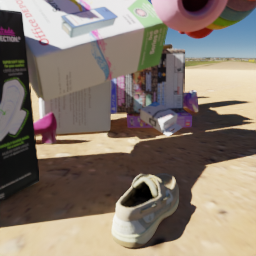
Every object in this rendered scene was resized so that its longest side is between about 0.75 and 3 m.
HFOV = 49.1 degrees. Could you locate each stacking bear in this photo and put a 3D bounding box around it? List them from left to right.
[{"bbox_3d":[1.884,-2.721,5.959,1.418,1.328,2.335,-29,1,-18],"label":"stacking bear"}]

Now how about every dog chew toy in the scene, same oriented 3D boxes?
[{"bbox_3d":[0.955,-2.535,4.994,1.276,1.276,2.049,-2,36,-6],"label":"dog chew toy"}]

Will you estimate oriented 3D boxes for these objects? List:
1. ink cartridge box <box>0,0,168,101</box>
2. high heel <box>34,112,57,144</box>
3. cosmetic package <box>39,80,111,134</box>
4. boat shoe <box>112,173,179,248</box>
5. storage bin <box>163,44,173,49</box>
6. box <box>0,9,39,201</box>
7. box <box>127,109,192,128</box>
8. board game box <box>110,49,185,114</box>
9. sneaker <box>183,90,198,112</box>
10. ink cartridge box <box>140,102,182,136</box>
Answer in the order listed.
[{"bbox_3d":[-0.857,-1.865,5.506,2.635,1.153,1.915,-23,60,-22],"label":"ink cartridge box"},{"bbox_3d":[-2.549,-0.004,6.838,1.629,0.781,0.549,2,15,7],"label":"high heel"},{"bbox_3d":[-1.618,-0.774,8.233,1.888,1.570,1.580,-4,15,-20],"label":"cosmetic package"},{"bbox_3d":[0.301,0.908,3.786,0.597,0.537,1.654,7,16,26],"label":"boat shoe"},{"bbox_3d":[1.157,-2.556,11.097,1.267,1.258,0.594,-7,-8,-6],"label":"storage bin"},{"bbox_3d":[-2.735,-0.312,4.123,2.018,2.717,1.689,7,16,26],"label":"box"},{"bbox_3d":[0.928,-0.343,8.940,1.936,0.379,1.325,-1,14,-2],"label":"box"},{"bbox_3d":[0.474,-1.480,8.806,2.350,1.873,1.138,-2,13,-10],"label":"board game box"},{"bbox_3d":[2.301,-1.058,11.132,0.902,0.820,2.039,-4,9,10],"label":"sneaker"},{"bbox_3d":[0.935,-0.275,7.865,0.628,0.362,1.084,-30,47,-33],"label":"ink cartridge box"}]
